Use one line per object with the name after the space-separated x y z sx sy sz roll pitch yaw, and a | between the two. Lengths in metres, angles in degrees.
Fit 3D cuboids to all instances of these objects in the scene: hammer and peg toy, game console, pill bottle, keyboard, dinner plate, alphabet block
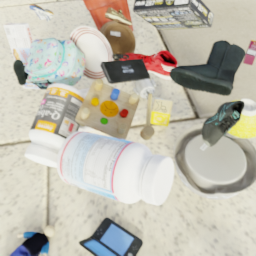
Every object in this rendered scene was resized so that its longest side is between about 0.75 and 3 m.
-0.236 -0.419 7.813 2.083 0.735 1.532 21 60 -4 | hammer and peg toy
-0.454 3.307 8.058 1.451 0.844 1.276 28 56 21 | game console
-0.306 0.923 6.485 2.523 1.372 1.372 11 49 30 | pill bottle
-2.181 -0.063 8.526 1.349 1.349 2.318 12 69 10 | pill bottle
-0.095 -1.756 8.208 1.577 0.202 0.947 -15 78 -39 | keyboard
-1.268 -2.559 9.668 1.890 1.890 0.229 26 43 20 | dinner plate
1.357 -0.634 11.392 0.768 0.772 0.786 10 51 10 | alphabet block

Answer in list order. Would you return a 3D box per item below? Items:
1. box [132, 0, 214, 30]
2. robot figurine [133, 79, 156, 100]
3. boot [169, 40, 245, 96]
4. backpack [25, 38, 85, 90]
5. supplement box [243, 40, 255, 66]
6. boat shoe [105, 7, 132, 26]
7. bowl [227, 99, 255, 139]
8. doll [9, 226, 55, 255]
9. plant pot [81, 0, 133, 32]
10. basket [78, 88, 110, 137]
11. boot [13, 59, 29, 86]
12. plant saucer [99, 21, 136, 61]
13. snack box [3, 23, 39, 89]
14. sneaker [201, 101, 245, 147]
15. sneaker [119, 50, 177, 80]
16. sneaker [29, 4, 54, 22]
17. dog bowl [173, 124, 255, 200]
1.658 -4.203 10.271 2.374 1.914 0.583 13 91 39 | box
0.730 -1.793 12.411 1.026 0.683 1.209 -24 53 -1 | robot figurine
2.299 -1.838 8.113 1.861 0.711 1.564 17 66 16 | boot
-2.443 -2.183 9.480 1.849 1.392 1.641 3 72 17 | backpack
4.207 -2.565 9.549 0.329 0.424 0.768 19 62 17 | supplement box
-0.274 -3.780 9.490 1.076 0.398 0.398 4 14 -43 | boat shoe
3.976 -0.493 9.607 1.561 0.840 1.561 1 49 -1 | bowl
-2.882 3.520 8.150 1.201 0.427 1.761 33 57 28 | doll
-0.728 -4.847 11.913 1.981 1.927 1.981 -16 30 10 | plant pot
-1.817 -0.190 10.471 2.004 1.612 1.986 -14 51 -12 | basket
-3.592 -1.964 9.467 0.348 0.912 0.767 -6 33 -6 | boot
-0.400 -3.468 11.225 1.677 1.677 0.247 -29 13 -22 | plant saucer
-3.707 -2.527 10.115 0.853 2.372 0.288 5 34 16 | snack box
2.826 -0.208 8.336 0.702 0.738 1.863 46 63 -12 | sneaker
0.742 -2.458 9.898 2.172 1.255 0.851 11 73 4 | sneaker
-3.106 -4.047 9.947 0.960 0.423 0.361 4 41 -51 | sneaker
2.988 1.181 9.827 2.903 0.851 2.903 0 50 0 | dog bowl
